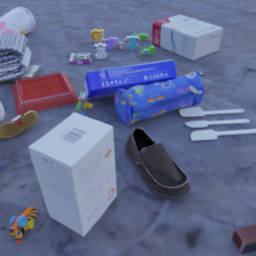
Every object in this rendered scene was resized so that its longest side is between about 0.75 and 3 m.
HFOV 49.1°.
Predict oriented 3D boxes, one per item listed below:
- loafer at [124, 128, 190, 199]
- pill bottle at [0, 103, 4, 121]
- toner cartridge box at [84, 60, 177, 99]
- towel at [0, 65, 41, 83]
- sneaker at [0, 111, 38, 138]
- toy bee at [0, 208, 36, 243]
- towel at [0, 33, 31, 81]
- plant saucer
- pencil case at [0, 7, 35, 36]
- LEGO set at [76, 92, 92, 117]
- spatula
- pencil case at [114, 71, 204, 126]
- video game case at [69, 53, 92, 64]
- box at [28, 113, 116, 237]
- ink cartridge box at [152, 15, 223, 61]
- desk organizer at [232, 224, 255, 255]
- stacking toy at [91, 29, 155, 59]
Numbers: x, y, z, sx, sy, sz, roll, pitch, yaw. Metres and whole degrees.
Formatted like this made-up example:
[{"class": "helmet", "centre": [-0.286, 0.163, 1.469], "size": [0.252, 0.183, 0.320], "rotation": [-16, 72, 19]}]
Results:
[{"class": "loafer", "centre": [0.585, 0.761, 6.629], "size": [0.820, 0.797, 2.246], "rotation": [-22, 43, -26]}, {"class": "pill bottle", "centre": [-4.594, 0.013, 7.016], "size": [1.522, 1.522, 2.750], "rotation": [20, 41, 24]}, {"class": "toner cartridge box", "centre": [0.032, -1.596, 9.269], "size": [2.845, 0.614, 1.351], "rotation": [-11, -2, -14]}, {"class": "towel", "centre": [-4.244, -2.139, 10.870], "size": [1.303, 0.234, 1.353], "rotation": [5, 39, 6]}, {"class": "sneaker", "centre": [-3.187, -0.089, 8.103], "size": [1.238, 0.464, 0.558], "rotation": [-28, 15, -18]}, {"class": "toy bee", "centre": [-2.133, 1.956, 5.456], "size": [0.876, 0.476, 0.574], "rotation": [-22, 9, -39]}, {"class": "towel", "centre": [-5.230, -2.682, 10.571], "size": [2.816, 1.205, 2.332], "rotation": [-12, 35, -9]}, {"class": "plant saucer", "centre": [-2.918, -1.302, 9.679], "size": [2.028, 0.372, 2.024], "rotation": [-15, 40, -17]}, {"class": "pencil case", "centre": [-5.797, -4.859, 13.542], "size": [1.344, 1.232, 2.963], "rotation": [35, 40, -5]}, {"class": "LEGO set", "centre": [-1.330, -0.605, 8.446], "size": [0.399, 0.371, 0.973], "rotation": [-6, 63, 49]}, {"class": "spatula", "centre": [2.717, -0.196, 8.405], "size": [2.116, 0.170, 1.471], "rotation": [-5, 37, -6]}, {"class": "pencil case", "centre": [1.013, -0.920, 8.535], "size": [2.826, 1.103, 1.227], "rotation": [-16, 16, -18]}, {"class": "video game case", "centre": [-2.020, -2.977, 12.017], "size": [0.907, 0.162, 0.822], "rotation": [-1, 38, -1]}, {"class": "box", "centre": [-0.961, 0.915, 5.463], "size": [0.956, 1.962, 1.221], "rotation": [19, 41, 25]}, {"class": "ink cartridge box", "centre": [2.638, -4.187, 12.827], "size": [1.894, 1.076, 2.599], "rotation": [-25, 44, -29]}, {"class": "desk organizer", "centre": [2.479, 2.068, 5.336], "size": [0.891, 0.320, 0.343], "rotation": [-9, 36, -12]}, {"class": "stacking toy", "centre": [-0.279, -3.961, 12.901], "size": [2.829, 0.665, 2.133], "rotation": [-4, 38, -6]}]
